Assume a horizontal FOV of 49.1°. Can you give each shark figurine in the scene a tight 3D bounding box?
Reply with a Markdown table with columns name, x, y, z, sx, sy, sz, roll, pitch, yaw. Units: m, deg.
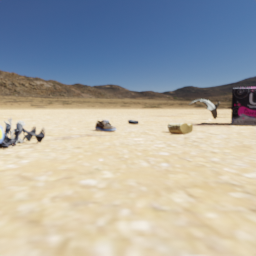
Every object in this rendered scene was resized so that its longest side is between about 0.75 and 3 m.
| name | x | y | z | sx | sy | sz | roll | pitch | yaw |
| --- | --- | --- | --- | --- | --- | --- | --- | --- | --- |
| shark figurine | 3.394 | -0.937 | 12.190 | 1.331 | 0.795 | 0.555 | 35 | 42 | 11 |

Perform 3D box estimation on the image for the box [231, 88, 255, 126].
| name | x | y | z | sx | sy | sz | roll | pitch | yaw |
| --- | --- | --- | --- | --- | --- | --- | --- | --- | --- |
| box | 5.729 | -0.894 | 11.514 | 2.713 | 1.557 | 1.793 | 2 | 5 | 24 |

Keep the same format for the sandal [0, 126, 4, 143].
| name | x | y | z | sx | sy | sz | roll | pitch | yaw |
| --- | --- | --- | --- | --- | --- | --- | --- | --- | --- |
| sandal | -3.148 | 0.073 | 5.117 | 1.964 | 0.780 | 0.855 | 2 | 1 | 10 |

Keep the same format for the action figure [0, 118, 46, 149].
| name | x | y | z | sx | sy | sz | roll | pitch | yaw |
| --- | --- | --- | --- | --- | --- | --- | --- | --- | --- |
| action figure | -2.316 | 0.095 | 5.687 | 0.694 | 0.596 | 1.168 | 16 | 11 | 33 |

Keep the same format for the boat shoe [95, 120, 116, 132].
| name | x | y | z | sx | sy | sz | roll | pitch | yaw |
| --- | --- | --- | --- | --- | --- | --- | --- | --- | --- |
| boat shoe | -0.751 | -0.075 | 8.941 | 0.366 | 0.366 | 1.012 | -4 | 7 | -43 |

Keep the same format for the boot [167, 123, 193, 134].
| name | x | y | z | sx | sy | sz | roll | pitch | yaw |
| --- | --- | --- | --- | --- | --- | --- | --- | --- | --- |
| boot | 1.463 | -0.004 | 8.333 | 0.694 | 0.325 | 0.893 | 3 | 5 | 32 |

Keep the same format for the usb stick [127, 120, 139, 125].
| name | x | y | z | sx | sy | sz | roll | pitch | yaw |
| --- | --- | --- | --- | --- | --- | --- | --- | --- | --- |
| usb stick | 0.216 | -0.259 | 12.397 | 0.278 | 0.163 | 1.002 | -1 | 5 | -15 |
